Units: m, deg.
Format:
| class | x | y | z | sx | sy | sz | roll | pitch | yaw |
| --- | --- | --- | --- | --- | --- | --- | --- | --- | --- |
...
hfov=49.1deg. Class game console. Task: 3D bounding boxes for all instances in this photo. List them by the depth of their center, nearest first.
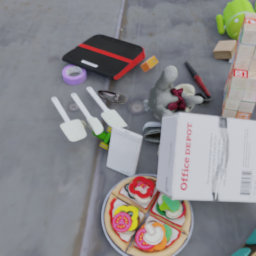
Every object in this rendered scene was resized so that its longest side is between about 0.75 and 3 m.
| class | x | y | z | sx | sy | sz | roll | pitch | yaw |
| --- | --- | --- | --- | --- | --- | --- | --- | --- | --- |
| game console | -0.934 | -2.925 | 11.408 | 2.748 | 0.427 | 2.430 | 24 | 52 | 24 |

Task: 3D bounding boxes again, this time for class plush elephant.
| class | x | y | z | sx | sy | sz | roll | pitch | yaw |
| --- | --- | --- | --- | --- | --- | --- | --- | --- | --- |
| plush elephant | 1.551 | -0.825 | 8.930 | 1.611 | 2.081 | 1.714 | 2 | 85 | -16 |

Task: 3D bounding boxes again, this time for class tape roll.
| class | x | y | z | sx | sy | sz | roll | pitch | yaw |
| --- | --- | --- | --- | --- | --- | --- | --- | --- | --- |
| tape roll | -2.104 | -2.099 | 10.998 | 0.910 | 0.299 | 0.910 | 0 | 51 | 0 |

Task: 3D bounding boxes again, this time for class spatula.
| class | x | y | z | sx | sy | sz | roll | pitch | yaw |
| --- | --- | --- | --- | --- | --- | --- | --- | --- | --- |
| spatula | -1.472 | -0.564 | 9.198 | 1.885 | 0.218 | 2.711 | -20 | 43 | -20 |

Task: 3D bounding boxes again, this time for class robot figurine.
| class | x | y | z | sx | sy | sz | roll | pitch | yaw |
| --- | --- | --- | --- | --- | --- | --- | --- | --- | --- |
| robot figurine | 5.017 | -4.856 | 12.591 | 1.960 | 1.292 | 2.234 | -11 | 49 | 20 |

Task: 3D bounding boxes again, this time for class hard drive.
| class | x | y | z | sx | sy | sz | roll | pitch | yaw |
| --- | --- | --- | --- | --- | --- | --- | --- | --- | --- |
| hard drive | -0.131 | 0.696 | 8.061 | 0.901 | 1.365 | 0.182 | 21 | 31 | 18 |

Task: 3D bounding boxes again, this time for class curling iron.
| class | x | y | z | sx | sy | sz | roll | pitch | yaw |
| --- | --- | --- | --- | --- | --- | --- | --- | --- | --- |
| curling iron | 2.574 | -1.807 | 10.747 | 0.621 | 0.320 | 2.505 | -6 | 51 | -4 |

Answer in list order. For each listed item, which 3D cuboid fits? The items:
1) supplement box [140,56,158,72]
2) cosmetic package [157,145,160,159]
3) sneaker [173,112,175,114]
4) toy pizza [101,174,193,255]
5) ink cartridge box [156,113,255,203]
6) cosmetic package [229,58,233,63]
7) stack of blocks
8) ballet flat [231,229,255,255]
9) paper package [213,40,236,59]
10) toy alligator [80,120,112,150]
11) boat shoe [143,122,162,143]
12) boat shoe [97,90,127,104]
| class | x | y | z | sx | sy | sz | roll | pitch | yaw |
| --- | --- | --- | --- | --- | --- | --- | --- | --- | --- |
| supplement box | 0.839 | -2.503 | 10.943 | 0.326 | 0.337 | 0.978 | 56 | 37 | -10 |
| cosmetic package | 1.581 | 0.840 | 8.450 | 1.277 | 0.557 | 0.660 | -6 | 53 | -4 |
| sneaker | 1.414 | -0.740 | 9.591 | 1.255 | 0.725 | 0.471 | 19 | 46 | 14 |
| toy pizza | 0.502 | 2.216 | 7.335 | 2.422 | 0.384 | 2.422 | 0 | 50 | 0 |
| ink cartridge box | 2.247 | 0.769 | 7.174 | 2.774 | 1.161 | 2.012 | 6 | 88 | -14 |
| cosmetic package | 4.726 | -2.863 | 11.656 | 0.878 | 0.227 | 0.662 | 23 | 53 | 19 |
| stack of blocks | 3.777 | -1.856 | 8.947 | 0.869 | 2.968 | 1.709 | 11 | 45 | 13 |
| ballet flat | 3.031 | 3.011 | 6.516 | 2.736 | 0.939 | 0.862 | -32 | 79 | -17 |
| paper package | 4.067 | -3.268 | 11.728 | 0.781 | 0.424 | 0.820 | 10 | 50 | 36 |
| toy alligator | -0.638 | 0.325 | 8.854 | 2.215 | 0.601 | 0.657 | 26 | 88 | 20 |
| boat shoe | 1.433 | 0.255 | 8.830 | 1.990 | 0.717 | 0.706 | -1 | 40 | 13 |
| boat shoe | -0.586 | -1.102 | 9.863 | 1.091 | 0.311 | 0.365 | 15 | 81 | 15 |
